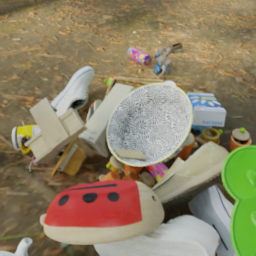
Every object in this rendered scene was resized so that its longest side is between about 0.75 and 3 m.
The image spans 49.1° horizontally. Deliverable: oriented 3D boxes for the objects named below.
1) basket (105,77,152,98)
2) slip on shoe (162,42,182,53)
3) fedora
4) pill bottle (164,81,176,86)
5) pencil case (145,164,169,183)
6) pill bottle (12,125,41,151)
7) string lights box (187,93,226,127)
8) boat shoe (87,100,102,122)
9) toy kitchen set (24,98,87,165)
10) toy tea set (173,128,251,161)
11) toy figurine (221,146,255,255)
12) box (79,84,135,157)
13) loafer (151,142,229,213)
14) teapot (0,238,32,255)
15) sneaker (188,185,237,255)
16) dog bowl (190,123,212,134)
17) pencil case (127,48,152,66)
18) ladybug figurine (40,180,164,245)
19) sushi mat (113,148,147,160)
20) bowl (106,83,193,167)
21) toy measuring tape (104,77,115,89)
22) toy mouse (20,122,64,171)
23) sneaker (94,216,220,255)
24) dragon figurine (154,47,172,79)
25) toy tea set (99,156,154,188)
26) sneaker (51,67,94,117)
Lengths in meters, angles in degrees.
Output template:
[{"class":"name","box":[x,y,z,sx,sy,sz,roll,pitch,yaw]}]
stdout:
[{"class":"basket","box":[0.039,-0.893,10.115,1.786,1.330,1.274,14,41,14]},{"class":"slip on shoe","box":[2.220,-4.199,14.751,1.399,0.424,0.532,-10,41,-12]},{"class":"fedora","box":[-1.624,0.935,8.132,0.601,1.473,1.473,32,43,-5]},{"class":"pill bottle","box":[1.493,-1.088,9.796,0.650,1.138,0.650,-9,60,16]},{"class":"pencil case","box":[0.887,1.228,8.232,0.566,0.566,1.280,-21,42,-23]},{"class":"pill bottle","box":[-2.944,0.289,9.160,1.465,0.800,0.800,-6,41,-6]},{"class":"string lights box","box":[2.609,-0.658,9.634,0.974,0.559,1.896,3,24,2]},{"class":"boat shoe","box":[-1.218,-0.271,9.944,0.571,0.502,1.605,29,48,-30]},{"class":"toy kitchen set","box":[-1.928,0.040,7.836,1.579,1.424,1.288,-36,74,7]},{"class":"toy tea set","box":[2.554,0.443,8.792,2.792,1.033,1.660,-21,44,-23]},{"class":"toy figurine","box":[2.456,1.535,5.246,1.740,2.133,2.317,-31,75,2]},{"class":"box","box":[-0.529,-0.276,9.018,0.782,0.939,2.286,18,66,37]},{"class":"loafer","box":[1.360,1.291,7.007,2.730,1.033,0.932,-33,54,18]},{"class":"teapot","box":[-2.808,3.125,5.504,1.619,1.198,1.641,0,41,1]},{"class":"sneaker","box":[2.291,2.156,7.043,0.943,0.972,2.663,16,33,-23]},{"class":"dog bowl","box":[2.228,-0.198,10.050,1.626,0.403,0.906,-4,41,-4]},{"class":"pencil case","box":[0.552,-3.559,13.902,0.587,0.587,1.328,-32,49,-32]},{"class":"ladybug figurine","box":[-0.532,1.671,5.858,2.569,0.924,1.744,-5,6,-10]},{"class":"sushi mat","box":[0.061,0.721,7.742,0.941,0.057,0.450,9,20,-34]},{"class":"bowl","box":[0.754,0.101,7.983,2.539,1.192,2.539,-15,56,23]},{"class":"toy measuring tape","box":[-0.324,-1.699,11.628,1.781,0.655,0.655,26,47,26]},{"class":"toy mouse","box":[-2.634,0.614,8.626,1.307,1.471,0.285,5,1,-17]},{"class":"sneaker","box":[0.657,2.562,6.389,2.724,1.004,1.574,0,-2,29]},{"class":"dragon figurine","box":[1.594,-2.922,13.024,0.702,1.185,2.384,2,59,0]},{"class":"toy tea set","box":[-0.132,1.338,7.775,1.750,0.647,1.040,11,40,-41]},{"class":"sneaker","box":[-1.934,-1.271,10.818,0.922,0.951,2.604,26,66,14]}]
